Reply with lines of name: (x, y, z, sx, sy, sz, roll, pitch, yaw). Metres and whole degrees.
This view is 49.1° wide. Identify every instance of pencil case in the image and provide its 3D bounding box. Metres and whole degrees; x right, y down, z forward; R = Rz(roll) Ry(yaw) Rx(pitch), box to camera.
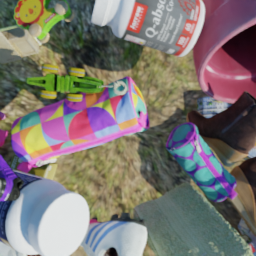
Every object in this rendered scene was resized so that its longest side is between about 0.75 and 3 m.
pencil case: (-1.023, -0.039, 5.929, 2.924, 1.292, 1.292, -21, 84, 14)
pencil case: (1.457, 0.713, 5.567, 0.710, 0.771, 1.669, -46, 110, -13)

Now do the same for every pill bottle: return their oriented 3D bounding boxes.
pill bottle: (-1.803, 1.465, 4.977, 2.170, 1.255, 1.255, 3, 82, 38)
pill bottle: (0.299, -1.897, 4.692, 1.711, 0.991, 0.991, 13, 83, -12)

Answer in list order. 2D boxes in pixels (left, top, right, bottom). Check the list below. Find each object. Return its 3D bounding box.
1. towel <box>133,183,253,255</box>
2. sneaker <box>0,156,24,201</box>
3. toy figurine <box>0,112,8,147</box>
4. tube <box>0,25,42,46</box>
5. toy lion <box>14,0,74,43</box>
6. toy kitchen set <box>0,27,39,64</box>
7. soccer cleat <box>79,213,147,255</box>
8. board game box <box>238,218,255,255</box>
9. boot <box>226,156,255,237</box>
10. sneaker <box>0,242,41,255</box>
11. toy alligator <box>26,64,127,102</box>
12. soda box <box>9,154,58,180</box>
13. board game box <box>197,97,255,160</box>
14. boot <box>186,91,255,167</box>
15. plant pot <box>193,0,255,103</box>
towel: (1.045, 1.855, 5.040, 1.495, 2.015, 0.368, -23, 123, -12)
sneaker: (-1.796, 0.745, 4.073, 0.503, 1.012, 0.352, 25, 102, -36)
toy figurine: (-4.410, -0.226, 7.866, 2.153, 1.756, 2.340, 26, 59, -11)
tube: (-3.995, -2.471, 8.333, 2.734, 0.710, 0.793, -13, 45, 3)
toy lion: (-1.587, -2.107, 5.066, 0.984, 0.338, 0.943, -35, 73, 10)
toy kitchen set: (-2.813, -2.236, 5.911, 1.421, 1.159, 1.282, -11, 65, 8)
soccer cleat: (-0.524, 2.172, 5.139, 0.775, 2.220, 0.958, 30, 54, -23)
board game box: (3.552, 3.481, 7.551, 2.609, 0.805, 2.607, -28, 83, -3)
boot: (3.550, 1.674, 6.558, 1.945, 0.846, 2.339, -36, 80, 3)
sneaker: (-2.523, 2.534, 6.230, 2.586, 0.989, 1.044, 40, 108, 10)
toy alligator: (-0.820, -0.700, 4.557, 1.578, 0.379, 0.523, 6, 103, -13)
soda box: (-2.952, 2.268, 7.611, 1.011, 0.955, 2.984, 16, 84, 3)
board game box: (3.050, 0.040, 8.048, 1.935, 0.597, 1.934, -2, 83, 0)
boot: (2.039, -0.195, 5.810, 0.609, 1.400, 1.683, 1, 40, -35)
plant pot: (2.548, -2.151, 5.598, 2.659, 2.659, 2.380, -1, 63, 0)
